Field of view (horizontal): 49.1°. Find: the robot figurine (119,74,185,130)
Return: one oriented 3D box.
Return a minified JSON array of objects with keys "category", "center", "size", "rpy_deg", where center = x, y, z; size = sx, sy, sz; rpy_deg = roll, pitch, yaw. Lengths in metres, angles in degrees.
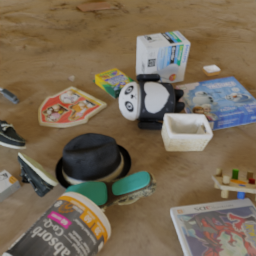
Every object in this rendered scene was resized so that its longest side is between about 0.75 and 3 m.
[{"category":"robot figurine","center":[0.951,-1.083,11.481],"size":[2.645,1.650,1.987],"rpy_deg":[0,37,-8]}]

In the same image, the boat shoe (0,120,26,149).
[{"category":"boat shoe","center":[-4.844,0.075,10.623],"size":[2.584,0.779,0.977],"rpy_deg":[21,2,20]}]

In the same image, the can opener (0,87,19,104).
[{"category":"can opener","center":[-5.788,-1.544,13.116],"size":[1.733,0.456,0.576],"rpy_deg":[25,64,26]}]

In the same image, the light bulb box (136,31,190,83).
[{"category":"light bulb box","center":[1.644,-3.382,13.864],"size":[2.212,2.192,1.380],"rpy_deg":[-13,46,-13]}]

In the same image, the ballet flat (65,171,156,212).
[{"category":"ballet flat","center":[-0.465,2.005,8.294],"size":[2.740,1.032,0.929],"rpy_deg":[-14,45,7]}]

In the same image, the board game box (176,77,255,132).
[{"category":"board game box","center":[3.904,-1.131,12.312],"size":[2.865,0.621,2.851],"rpy_deg":[-11,40,-6]}]

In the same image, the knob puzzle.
[{"category":"knob puzzle","center":[-2.751,-0.924,12.318],"size":[3.002,0.416,3.002],"rpy_deg":[-1,41,1]}]

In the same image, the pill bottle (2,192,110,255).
[{"category":"pill bottle","center":[-1.871,3.092,6.601],"size":[1.714,1.714,2.946],"rpy_deg":[22,45,24]}]

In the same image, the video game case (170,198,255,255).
[{"category":"video game case","center":[2.605,2.910,7.275],"size":[2.446,0.308,2.685],"rpy_deg":[-6,26,-4]}]

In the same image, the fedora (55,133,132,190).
[{"category":"fedora","center":[-1.214,0.956,9.357],"size":[2.630,1.201,2.630],"rpy_deg":[-3,40,3]}]

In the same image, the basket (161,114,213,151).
[{"category":"basket","center":[2.101,0.194,10.402],"size":[1.618,0.998,1.097],"rpy_deg":[1,47,-11]}]

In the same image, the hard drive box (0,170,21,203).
[{"category":"hard drive box","center":[-4.123,1.931,9.016],"size":[0.757,0.373,0.971],"rpy_deg":[26,47,27]}]

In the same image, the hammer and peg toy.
[{"category":"hammer and peg toy","center":[3.666,1.739,8.537],"size":[1.948,0.687,1.433],"rpy_deg":[6,5,7]}]

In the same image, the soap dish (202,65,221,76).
[{"category":"soap dish","center":[4.431,-3.040,14.928],"size":[0.786,0.319,0.618],"rpy_deg":[-12,42,-14]}]

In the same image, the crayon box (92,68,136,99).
[{"category":"crayon box","center":[-0.735,-2.304,13.875],"size":[1.290,0.529,2.052],"rpy_deg":[-26,46,-29]}]

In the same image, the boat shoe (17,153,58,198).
[{"category":"boat shoe","center":[-3.060,1.496,8.894],"size":[2.198,0.821,0.729],"rpy_deg":[27,80,37]}]
